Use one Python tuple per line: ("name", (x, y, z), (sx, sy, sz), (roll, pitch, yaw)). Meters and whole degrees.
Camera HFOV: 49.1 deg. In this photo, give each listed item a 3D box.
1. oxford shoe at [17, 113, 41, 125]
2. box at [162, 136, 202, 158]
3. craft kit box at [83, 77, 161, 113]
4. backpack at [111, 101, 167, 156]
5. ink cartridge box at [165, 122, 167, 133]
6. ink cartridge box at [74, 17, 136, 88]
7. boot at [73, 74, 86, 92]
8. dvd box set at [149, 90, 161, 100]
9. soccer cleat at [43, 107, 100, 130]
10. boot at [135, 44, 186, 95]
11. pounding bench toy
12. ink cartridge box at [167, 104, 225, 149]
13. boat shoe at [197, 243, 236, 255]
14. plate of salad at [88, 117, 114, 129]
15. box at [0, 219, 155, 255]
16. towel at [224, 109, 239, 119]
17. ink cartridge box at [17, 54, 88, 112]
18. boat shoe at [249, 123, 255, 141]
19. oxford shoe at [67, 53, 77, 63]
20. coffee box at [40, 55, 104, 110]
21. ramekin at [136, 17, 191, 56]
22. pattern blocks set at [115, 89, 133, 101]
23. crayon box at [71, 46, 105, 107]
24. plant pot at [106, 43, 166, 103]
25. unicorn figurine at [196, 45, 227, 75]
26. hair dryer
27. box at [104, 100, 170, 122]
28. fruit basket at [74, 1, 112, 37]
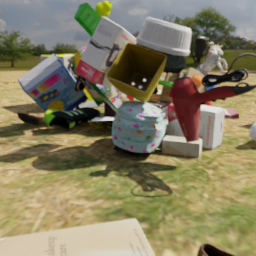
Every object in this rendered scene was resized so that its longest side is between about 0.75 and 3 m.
("oxford shoe", (-3.964, -0.380, 11.241), (0.997, 0.356, 0.355), (20, 19, 8))
("box", (1.518, 0.513, 7.890), (1.036, 0.403, 0.492), (6, 16, 21))
("craft kit box", (-0.208, -1.918, 10.357), (2.206, 2.233, 0.542), (-49, 17, -18))
("backpack", (0.258, -0.053, 8.162), (1.810, 1.373, 2.169), (4, 16, 9))
("ink cartridge box", (1.563, -0.081, 9.998), (0.507, 0.298, 0.880), (-3, 13, 32))
("ink cartridge box", (-0.600, -2.095, 8.005), (0.708, 1.679, 1.215), (35, 13, 19))
("boot", (-1.617, -1.733, 10.018), (0.357, 0.990, 0.748), (22, 2, -23))
("dvd box set", (2.493, -2.058, 17.570), (2.623, 0.386, 1.919), (8, 16, 26))
("soccer cleat", (-2.020, -0.317, 10.485), (2.184, 0.737, 0.885), (-4, 38, -26))
("boot", (1.063, -2.336, 12.212), (2.796, 2.291, 1.035), (18, 57, 17))
("pounding bench toy", (2.086, -1.529, 11.203), (2.435, 1.512, 1.899), (16, -1, -23))
("ink cartridge box", (2.046, -0.112, 8.688), (1.596, 1.178, 0.684), (14, 22, 40))
("boat shoe", (1.406, 1.729, 3.024), (1.507, 0.558, 0.557), (11, 18, 35))
("plate of salad", (-0.606, -0.157, 10.283), (1.750, 0.420, 1.750), (-1, -2, 0))
("box", (-0.694, 1.637, 3.021), (1.871, 0.727, 0.888), (-4, 15, -16))
("towel", (3.912, -0.724, 12.890), (2.097, 0.239, 1.511), (2, 14, 9))
("ink cartridge box", (-2.760, -1.384, 11.000), (1.713, 2.511, 0.959), (-37, 57, -3))
("boat shoe", (4.631, 0.143, 8.911), (2.326, 0.855, 0.777), (-3, -9, -23))
("oxford shoe", (-2.348, -3.121, 12.270), (0.791, 0.280, 0.292), (-24, -10, 10))
("coffee box", (-2.813, -2.545, 14.960), (2.681, 2.655, 2.685), (-12, 19, -38))
("ramekin", (0.978, -2.425, 7.387), (1.474, 0.686, 1.474), (12, 23, -5))
("pattern blocks set", (-0.169, -1.560, 9.805), (1.069, 1.216, 0.099), (12, -13, 0))
("crayon box", (-1.431, -2.072, 11.591), (0.607, 2.084, 1.798), (-37, 3, -22))
("plant pot", (0.290, -1.431, 7.897), (1.240, 1.240, 1.094), (25, -16, 18))
("unicorn figurine", (3.875, -2.902, 12.880), (2.201, 1.512, 0.813), (-35, -26, 5))
("hair dryer", (1.732, -0.739, 6.480), (0.676, 2.488, 1.895), (-4, 35, -32))
("box", (0.369, -0.661, 11.429), (2.467, 0.925, 1.235), (5, 16, 25))
("fruit basket", (-1.098, -3.895, 9.704), (1.256, 1.256, 0.906), (-8, 18, -28))
